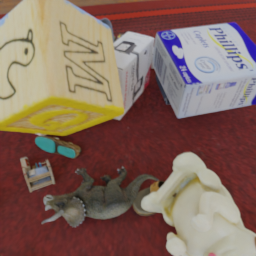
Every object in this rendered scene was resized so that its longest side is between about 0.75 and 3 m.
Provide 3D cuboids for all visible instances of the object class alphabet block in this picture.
[{"bbox_3d":[-1.953,-1.430,7.504,2.613,2.676,2.627,-20,-17,34],"label":"alphabet block"}]

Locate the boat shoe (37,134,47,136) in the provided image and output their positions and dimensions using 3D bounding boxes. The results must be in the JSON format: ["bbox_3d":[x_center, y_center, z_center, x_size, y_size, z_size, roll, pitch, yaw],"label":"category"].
[{"bbox_3d":[-2.075,-0.587,9.681,1.020,1.042,2.944,32,54,27],"label":"boat shoe"}]

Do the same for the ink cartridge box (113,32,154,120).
[{"bbox_3d":[-0.175,-1.983,10.438,1.223,2.130,2.933,19,42,16],"label":"ink cartridge box"}]

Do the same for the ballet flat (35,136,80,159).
[{"bbox_3d":[-2.131,0.543,8.686,1.489,0.505,0.539,14,20,16],"label":"ballet flat"}]

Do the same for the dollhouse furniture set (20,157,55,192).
[{"bbox_3d":[-2.548,1.098,7.754,0.697,0.693,0.989,-17,42,-20],"label":"dollhouse furniture set"}]

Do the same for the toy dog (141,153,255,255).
[{"bbox_3d":[1.730,2.175,5.763,1.749,2.430,2.507,-47,37,13],"label":"toy dog"}]

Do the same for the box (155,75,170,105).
[{"bbox_3d":[2.330,-2.066,11.250,2.079,1.311,2.115,-6,39,-5],"label":"box"}]

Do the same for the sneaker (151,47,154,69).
[{"bbox_3d":[1.899,-3.425,13.290,2.200,0.827,1.265,-2,41,3],"label":"sneaker"}]

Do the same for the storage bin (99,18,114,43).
[{"bbox_3d":[-1.751,-2.792,11.262,1.842,2.743,1.996,12,39,32],"label":"storage bin"}]

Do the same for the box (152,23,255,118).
[{"bbox_3d":[2.593,-1.956,9.112,2.907,1.525,2.673,-10,53,-10],"label":"box"}]

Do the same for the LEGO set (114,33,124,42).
[{"bbox_3d":[-0.601,-4.834,15.192,0.882,0.664,1.147,6,39,8],"label":"LEGO set"}]

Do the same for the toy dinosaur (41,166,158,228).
[{"bbox_3d":[-0.623,1.737,6.937,2.775,1.068,1.419,0,50,-10],"label":"toy dinosaur"}]

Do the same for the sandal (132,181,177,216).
[{"bbox_3d":[0.912,1.643,7.236,1.812,0.489,0.728,-17,42,-20],"label":"sandal"}]
